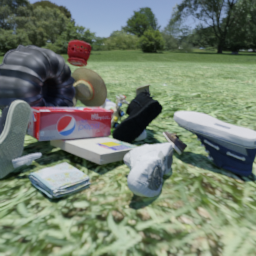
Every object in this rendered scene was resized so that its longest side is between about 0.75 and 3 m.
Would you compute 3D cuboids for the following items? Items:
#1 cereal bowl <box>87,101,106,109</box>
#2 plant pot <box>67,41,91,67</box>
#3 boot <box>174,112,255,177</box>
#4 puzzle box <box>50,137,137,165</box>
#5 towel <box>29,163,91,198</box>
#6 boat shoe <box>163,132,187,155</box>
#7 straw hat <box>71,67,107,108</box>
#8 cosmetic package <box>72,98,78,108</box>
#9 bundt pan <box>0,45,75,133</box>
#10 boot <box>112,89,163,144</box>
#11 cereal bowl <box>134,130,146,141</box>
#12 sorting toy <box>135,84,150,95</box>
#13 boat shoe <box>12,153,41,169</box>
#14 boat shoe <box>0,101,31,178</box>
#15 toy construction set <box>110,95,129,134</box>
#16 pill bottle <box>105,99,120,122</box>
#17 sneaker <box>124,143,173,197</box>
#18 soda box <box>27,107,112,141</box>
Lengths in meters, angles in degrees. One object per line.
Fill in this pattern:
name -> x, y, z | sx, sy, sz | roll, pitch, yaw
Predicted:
cereal bowl -> -1.227, -0.927, 11.466 | 0.845, 0.845, 0.352 | 13, -21, 37
plant pot -> -1.735, -2.561, 9.829 | 0.805, 0.733, 0.805 | 7, -5, 1
boot -> 2.370, 0.403, 8.109 | 0.970, 1.205, 2.667 | -16, 28, -37
puzzle box -> -1.089, 0.580, 8.844 | 2.481, 0.315, 1.650 | 14, 13, 42
towel -> -1.697, 1.285, 6.950 | 1.079, 0.304, 1.261 | -12, 23, -43
boat shoe -> 1.543, 0.422, 9.299 | 0.382, 0.461, 1.284 | -39, 28, 3
straw hat -> -1.738, -1.405, 10.732 | 1.768, 1.768, 0.748 | 9, 29, 27
cosmetic package -> -2.566, -0.674, 11.332 | 0.685, 1.302, 0.463 | 18, -4, -18
bundt pan -> -2.863, -1.254, 9.456 | 1.136, 3.028, 3.028 | 8, 19, 28
boot -> 0.230, -0.470, 10.451 | 2.212, 0.819, 1.813 | -41, 21, 3
cereal bowl -> 0.228, 0.158, 10.573 | 0.922, 0.384, 0.922 | 0, 16, 0
sorting toy -> 0.569, -1.227, 13.198 | 0.262, 1.457, 1.956 | 5, 17, 30
boat shoe -> -2.654, 0.872, 7.378 | 0.767, 0.252, 0.276 | -16, 4, -12
boat shoe -> -3.269, 0.300, 7.571 | 0.678, 2.178, 0.812 | 5, -14, 41
toy construction set -> -0.660, -0.502, 10.916 | 0.815, 1.769, 1.160 | 35, -7, 35
pill bottle -> -0.953, -0.718, 12.383 | 0.975, 0.975, 1.629 | -7, 18, -21
sneaker -> 0.350, 1.010, 7.060 | 1.182, 0.927, 2.378 | 3, 12, 22
soda box -> -1.797, -0.166, 9.049 | 2.650, 0.928, 0.840 | -4, 14, -41
